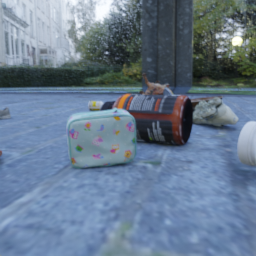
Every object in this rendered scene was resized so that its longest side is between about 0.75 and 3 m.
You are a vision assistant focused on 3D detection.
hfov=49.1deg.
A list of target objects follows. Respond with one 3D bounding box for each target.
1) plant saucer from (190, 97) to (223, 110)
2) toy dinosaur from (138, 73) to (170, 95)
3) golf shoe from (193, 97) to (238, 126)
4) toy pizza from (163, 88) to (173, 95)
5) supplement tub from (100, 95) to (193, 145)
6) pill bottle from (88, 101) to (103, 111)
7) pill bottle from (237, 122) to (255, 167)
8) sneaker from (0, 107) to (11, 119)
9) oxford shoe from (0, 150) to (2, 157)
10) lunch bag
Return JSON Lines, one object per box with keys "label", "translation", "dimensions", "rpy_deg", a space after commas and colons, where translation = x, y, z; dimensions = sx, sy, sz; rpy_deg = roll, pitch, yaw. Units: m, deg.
{"label": "plant saucer", "translation": [3.163, -1.157, 13.477], "dimensions": [2.680, 0.430, 2.680], "rpy_deg": [-6, 6, 1]}
{"label": "toy dinosaur", "translation": [1.178, -1.577, 14.161], "dimensions": [1.075, 1.697, 2.504], "rpy_deg": [1, -35, -11]}
{"label": "golf shoe", "translation": [2.793, -0.344, 9.348], "dimensions": [1.094, 0.881, 2.250], "rpy_deg": [32, 0, -6]}
{"label": "toy pizza", "translation": [1.821, -1.152, 11.998], "dimensions": [0.190, 1.202, 1.202], "rpy_deg": [-19, 13, -8]}
{"label": "supplement tub", "translation": [0.409, -0.253, 6.998], "dimensions": [2.223, 1.189, 1.189], "rpy_deg": [5, 11, 25]}
{"label": "pill bottle", "translation": [-1.465, -1.045, 13.489], "dimensions": [0.822, 0.458, 0.458], "rpy_deg": [2, 10, 8]}
{"label": "pill bottle", "translation": [2.583, 0.361, 3.896], "dimensions": [1.051, 1.051, 1.869], "rpy_deg": [-9, 13, -40]}
{"label": "sneaker", "translation": [-5.064, -0.550, 10.646], "dimensions": [0.432, 0.474, 1.156], "rpy_deg": [7, 12, 35]}
{"label": "oxford shoe", "translation": [-2.506, 0.483, 5.257], "dimensions": [0.295, 0.277, 0.788], "rpy_deg": [-26, 24, -34]}
{"label": "lunch bag", "translation": [-0.458, 0.162, 5.046], "dimensions": [1.254, 1.006, 0.484], "rpy_deg": [-6, 13, -12]}
